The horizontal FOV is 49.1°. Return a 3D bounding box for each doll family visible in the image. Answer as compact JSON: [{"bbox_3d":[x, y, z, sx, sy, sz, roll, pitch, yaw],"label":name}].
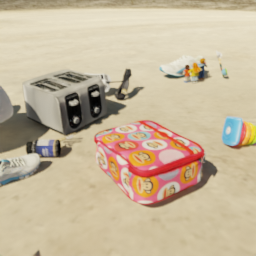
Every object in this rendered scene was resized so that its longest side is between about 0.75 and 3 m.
[{"bbox_3d":[3.171,-2.610,12.596,1.554,0.965,0.700,-26,37,-30],"label":"doll family"}]

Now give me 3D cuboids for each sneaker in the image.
[{"bbox_3d":[-2.666,0.894,6.377,1.403,0.608,0.526,-25,58,-33],"label":"sneaker"},{"bbox_3d":[2.550,-2.975,13.312,2.310,0.933,0.884,-6,24,-19],"label":"sneaker"}]

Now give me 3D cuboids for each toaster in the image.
[{"bbox_3d":[-2.081,-0.928,9.096,2.244,1.332,2.029,21,34,32],"label":"toaster"}]

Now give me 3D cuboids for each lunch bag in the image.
[{"bbox_3d":[0.540,0.624,6.569,2.135,0.993,2.424,-14,26,-28],"label":"lunch bag"}]

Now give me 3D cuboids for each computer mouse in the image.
[{"bbox_3d":[-1.137,-1.742,11.260,2.524,0.554,1.384,3,67,14],"label":"computer mouse"}]

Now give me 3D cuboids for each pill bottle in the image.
[{"bbox_3d":[-2.214,0.535,7.341,0.825,0.461,0.461,-1,28,0],"label":"pill bottle"}]

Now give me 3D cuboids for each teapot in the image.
[{"bbox_3d":[-4.581,-0.766,7.516,2.665,1.946,2.630,-10,18,37],"label":"teapot"}]

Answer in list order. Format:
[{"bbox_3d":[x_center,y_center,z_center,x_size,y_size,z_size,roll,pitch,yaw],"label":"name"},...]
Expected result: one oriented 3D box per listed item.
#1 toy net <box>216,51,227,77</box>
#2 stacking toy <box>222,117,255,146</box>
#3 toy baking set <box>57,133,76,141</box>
[{"bbox_3d":[4.400,-3.028,13.151,0.244,1.265,0.664,-15,-1,21],"label":"toy net"},{"bbox_3d":[3.447,0.181,7.867,1.447,0.794,0.840,8,4,-12],"label":"stacking toy"},{"bbox_3d":[-1.848,0.335,7.883,0.597,0.091,0.778,-10,12,46],"label":"toy baking set"}]
